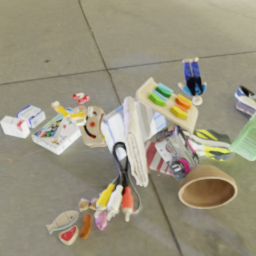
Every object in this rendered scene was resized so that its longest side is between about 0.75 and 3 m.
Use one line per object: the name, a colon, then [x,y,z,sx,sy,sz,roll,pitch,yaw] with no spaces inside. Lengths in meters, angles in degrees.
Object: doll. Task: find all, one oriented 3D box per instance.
doll: [2.982,-2.102,12.935,1.461,2.142,0.519,-10,-2,-19]

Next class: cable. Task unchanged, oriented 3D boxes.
cable: [-0.135,1.658,9.138,1.404,0.727,2.891,7,58,6]

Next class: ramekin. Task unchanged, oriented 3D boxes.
ramekin: [4.557,0.260,10.029,0.934,1.913,1.913,37,53,18]

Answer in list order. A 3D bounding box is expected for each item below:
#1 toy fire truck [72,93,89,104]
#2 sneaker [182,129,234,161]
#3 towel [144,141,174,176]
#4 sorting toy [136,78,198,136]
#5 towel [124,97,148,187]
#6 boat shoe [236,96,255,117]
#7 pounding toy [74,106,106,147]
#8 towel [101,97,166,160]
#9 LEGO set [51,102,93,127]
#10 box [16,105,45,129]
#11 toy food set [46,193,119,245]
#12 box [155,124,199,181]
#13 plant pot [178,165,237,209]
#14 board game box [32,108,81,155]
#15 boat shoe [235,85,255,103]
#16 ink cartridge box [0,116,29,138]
toy fire truck: [-2.352,-1.517,13.996,0.862,0.608,0.210,-30,51,-29]
sneaker: [2.950,0.545,11.567,2.730,1.017,1.155,17,38,6]
towel: [1.320,1.208,11.226,1.697,0.193,1.223,16,52,19]
sorting toy: [1.505,-0.893,9.926,2.293,0.418,2.122,35,30,1]
towel: [0.238,0.549,9.691,0.496,2.878,1.907,-9,41,5]
boat shoe: [6.010,-0.725,13.116,0.746,0.618,2.077,-15,43,-37]
pounding toy: [-1.189,-0.109,9.941,0.995,0.999,1.741,-25,73,3]
towel: [0.306,-0.147,11.147,2.921,2.146,0.348,-34,38,-23]
LEGO set: [-1.832,-0.398,9.041,1.379,0.513,0.635,7,58,3]
box: [-4.514,-0.532,12.988,0.933,0.490,0.858,20,45,22]
toy food set: [-1.438,2.978,9.194,2.198,0.346,1.397,-31,51,-30]
box: [1.757,0.861,10.007,0.927,1.616,1.068,-29,15,22]
plant pot: [2.565,1.850,9.307,1.852,1.852,0.855,1,44,1]
board game box: [-2.850,0.062,12.387,1.475,0.404,2.337,24,47,24]
boat shoe: [6.189,-1.445,13.910,0.739,0.610,1.973,-17,45,-18]
ink cartridge box: [-4.933,-0.037,12.248,1.011,0.746,0.433,12,43,13]
